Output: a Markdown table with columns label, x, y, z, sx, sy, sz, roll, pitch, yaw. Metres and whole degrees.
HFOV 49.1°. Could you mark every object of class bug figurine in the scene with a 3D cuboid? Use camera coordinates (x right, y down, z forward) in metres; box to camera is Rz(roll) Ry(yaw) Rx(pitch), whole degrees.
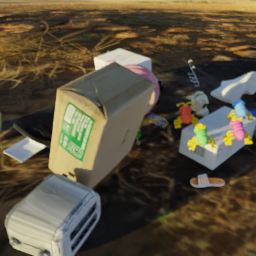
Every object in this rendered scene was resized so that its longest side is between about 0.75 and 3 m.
| label | x | y | z | sx | sy | sz | roll | pitch | yaw |
| --- | --- | --- | --- | --- | --- | --- | --- | --- | --- |
| bug figurine | 2.529 | -0.187 | 8.068 | 2.332 | 0.600 | 1.809 | -7 | 43 | 5 |

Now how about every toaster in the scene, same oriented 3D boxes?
| label | x | y | z | sx | sy | sz | roll | pitch | yaw |
| --- | --- | --- | --- | --- | --- | --- | --- | --- | --- |
| toaster | -1.504 | 1.912 | 6.170 | 1.329 | 1.169 | 2.057 | 17 | 34 | 20 |

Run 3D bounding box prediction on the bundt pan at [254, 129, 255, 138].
| label | x | y | z | sx | sy | sz | roll | pitch | yaw |
| --- | --- | --- | --- | --- | --- | --- | --- | --- | --- |
| bundt pan | 5.294 | 0.088 | 9.617 | 1.698 | 0.637 | 1.698 | -2 | 40 | 1 |

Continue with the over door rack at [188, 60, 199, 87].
| label | x | y | z | sx | sy | sz | roll | pitch | yaw |
| --- | --- | --- | --- | --- | --- | --- | --- | --- | --- |
| over door rack | 3.138 | -2.649 | 13.715 | 0.365 | 1.095 | 0.809 | -18 | 37 | 12 |

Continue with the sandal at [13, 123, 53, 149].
| label | x | y | z | sx | sy | sz | roll | pitch | yaw |
| --- | --- | --- | --- | --- | --- | --- | --- | --- | --- |
| sandal | -2.431 | 0.265 | 8.594 | 2.124 | 0.508 | 0.799 | 30 | 3 | -24 |

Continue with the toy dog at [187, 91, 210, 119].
| label | x | y | z | sx | sy | sz | roll | pitch | yaw |
| --- | --- | --- | --- | --- | --- | --- | --- | --- | --- |
| toy dog | 2.649 | -0.787 | 10.109 | 0.628 | 0.900 | 0.872 | -32 | 27 | -29 |

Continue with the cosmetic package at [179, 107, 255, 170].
| label | x | y | z | sx | sy | sz | roll | pitch | yaw |
| --- | --- | --- | --- | --- | --- | --- | --- | --- | --- |
| cosmetic package | 3.010 | 0.240 | 9.296 | 2.574 | 0.917 | 1.306 | -25 | 40 | -36 |

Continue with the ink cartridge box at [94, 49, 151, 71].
| label | x | y | z | sx | sy | sz | roll | pitch | yaw |
| --- | --- | --- | --- | --- | --- | --- | --- | --- | --- |
| ink cartridge box | -0.342 | -2.603 | 13.454 | 1.630 | 1.673 | 2.603 | -28 | 40 | -31 |

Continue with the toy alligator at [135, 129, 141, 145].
| label | x | y | z | sx | sy | sz | roll | pitch | yaw |
| --- | --- | --- | --- | --- | --- | --- | --- | --- | --- |
| toy alligator | 0.324 | 0.208 | 10.037 | 0.316 | 0.345 | 1.165 | 24 | 34 | -37 |

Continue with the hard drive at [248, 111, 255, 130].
| label | x | y | z | sx | sy | sz | roll | pitch | yaw |
| --- | --- | --- | --- | --- | --- | --- | --- | --- | --- |
| hard drive | 5.562 | -0.226 | 10.831 | 2.008 | 0.255 | 1.325 | 6 | 30 | 10 |

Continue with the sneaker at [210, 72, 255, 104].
| label | x | y | z | sx | sy | sz | roll | pitch | yaw |
| --- | --- | --- | --- | --- | --- | --- | --- | --- | --- |
| sneaker | 5.111 | -2.019 | 13.326 | 2.903 | 1.092 | 1.284 | -23 | 26 | -33 |

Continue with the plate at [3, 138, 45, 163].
| label | x | y | z | sx | sy | sz | roll | pitch | yaw |
| --- | --- | --- | --- | --- | --- | --- | --- | --- | --- |
| plate | -3.376 | 0.740 | 9.172 | 0.988 | 0.160 | 0.990 | 19 | 39 | 30 |

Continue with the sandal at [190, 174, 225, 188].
| label | x | y | z | sx | sy | sz | roll | pitch | yaw |
| --- | --- | --- | --- | --- | --- | --- | --- | --- | --- |
| sandal | 2.229 | 1.443 | 7.857 | 0.978 | 0.280 | 0.375 | -2 | 30 | -3 |

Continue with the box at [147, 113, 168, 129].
| label | x | y | z | sx | sy | sz | roll | pitch | yaw |
| --- | --- | --- | --- | --- | --- | --- | --- | --- | --- |
| box | 1.132 | -0.279 | 10.698 | 0.274 | 0.299 | 0.852 | -44 | 36 | -11 |

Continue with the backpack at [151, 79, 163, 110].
| label | x | y | z | sx | sy | sz | roll | pitch | yaw |
| --- | --- | --- | --- | --- | --- | --- | --- | --- | --- |
| backpack | 0.321 | -1.393 | 11.364 | 1.833 | 1.628 | 1.380 | -24 | 49 | -38 |

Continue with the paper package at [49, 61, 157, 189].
| label | x | y | z | sx | sy | sz | roll | pitch | yaw |
| --- | --- | --- | --- | --- | --- | --- | --- | --- | --- |
| paper package | -0.733 | -0.032 | 7.683 | 1.451 | 2.804 | 2.673 | 32 | 39 | 14 |

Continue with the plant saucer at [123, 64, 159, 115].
| label | x | y | z | sx | sy | sz | roll | pitch | yaw |
| --- | --- | --- | --- | --- | --- | --- | --- | --- | --- |
| plant saucer | 0.109 | -1.194 | 10.368 | 2.262 | 2.262 | 0.573 | -7 | 33 | -12 |
